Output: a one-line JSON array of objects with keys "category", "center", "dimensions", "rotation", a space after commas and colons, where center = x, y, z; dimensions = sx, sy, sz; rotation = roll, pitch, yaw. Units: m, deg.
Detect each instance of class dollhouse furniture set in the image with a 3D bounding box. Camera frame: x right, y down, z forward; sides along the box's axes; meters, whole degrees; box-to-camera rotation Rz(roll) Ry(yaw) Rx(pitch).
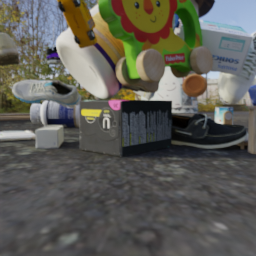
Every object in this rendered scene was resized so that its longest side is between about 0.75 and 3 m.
[{"category": "dollhouse furniture set", "center": [3.673, -0.037, 8.024], "dimensions": [1.361, 1.163, 2.626], "rotation": [0, 4, 1]}]

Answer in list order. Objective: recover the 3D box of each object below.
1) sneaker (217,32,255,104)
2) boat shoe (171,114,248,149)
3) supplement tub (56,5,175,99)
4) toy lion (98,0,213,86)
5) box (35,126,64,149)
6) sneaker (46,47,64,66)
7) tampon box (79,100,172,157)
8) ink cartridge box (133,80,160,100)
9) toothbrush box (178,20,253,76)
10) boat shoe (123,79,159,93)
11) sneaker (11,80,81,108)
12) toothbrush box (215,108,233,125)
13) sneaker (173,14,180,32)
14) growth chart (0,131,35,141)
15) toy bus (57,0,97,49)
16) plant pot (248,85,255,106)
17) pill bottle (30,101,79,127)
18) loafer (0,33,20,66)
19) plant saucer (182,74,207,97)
[{"category": "sneaker", "center": [3.983, -2.150, 9.446], "dimensions": [1.116, 2.921, 1.176], "rotation": [29, -16, -1]}, {"category": "boat shoe", "center": [2.064, 0.033, 7.990], "dimensions": [2.527, 0.855, 0.908], "rotation": [4, 30, 40]}, {"category": "supplement tub", "center": [-0.256, -2.277, 7.228], "dimensions": [2.684, 1.951, 1.951], "rotation": [-46, 23, -17]}, {"category": "toy lion", "center": [0.625, -2.407, 6.246], "dimensions": [2.831, 2.714, 0.972], "rotation": [-14, 11, -38]}, {"category": "box", "center": [-2.317, 0.246, 8.396], "dimensions": [0.643, 0.535, 1.566], "rotation": [-1, 4, -9]}, {"category": "sneaker", "center": [-2.552, -2.817, 10.834], "dimensions": [0.502, 0.718, 1.444], "rotation": [-8, 5, 34]}, {"category": "tampon box", "center": [-0.028, -0.089, 7.569], "dimensions": [1.579, 1.330, 2.107], "rotation": [4, 6, 42]}, {"category": "ink cartridge box", "center": [0.516, -2.558, 14.953], "dimensions": [2.235, 1.160, 0.663], "rotation": [33, 36, 18]}, {"category": "toothbrush box", "center": [2.507, -2.595, 8.635], "dimensions": [1.918, 1.117, 2.619], "rotation": [13, 28, 9]}, {"category": "boat shoe", "center": [0.354, -2.039, 12.100], "dimensions": [0.865, 0.960, 2.668], "rotation": [0, 0, 40]}, {"category": "sneaker", "center": [-3.415, -1.637, 11.673], "dimensions": [2.852, 1.069, 1.236], "rotation": [5, -21, -6]}, {"category": "toothbrush box", "center": [4.883, -0.494, 14.301], "dimensions": [0.468, 1.097, 0.803], "rotation": [-5, 7, -33]}, {"category": "sneaker", "center": [1.117, -3.100, 8.495], "dimensions": [0.891, 2.411, 0.992], "rotation": [30, 44, 27]}, {"category": "growth chart", "center": [-4.241, 0.273, 10.232], "dimensions": [1.658, 0.203, 2.291], "rotation": [-3, 5, -24]}, {"category": "toy bus", "center": [-0.992, -2.220, 5.466], "dimensions": [0.402, 1.234, 0.483], "rotation": [-11, 35, 20]}, {"category": "plant pot", "center": [6.248, -0.862, 10.454], "dimensions": [2.329, 2.094, 2.329], "rotation": [-16, 6, -7]}, {"category": "pill bottle", "center": [-3.876, -0.764, 15.332], "dimensions": [2.644, 1.469, 1.469], "rotation": [0, 4, 0]}, {"category": "loafer", "center": [-4.729, -2.967, 10.785], "dimensions": [1.046, 0.944, 2.766], "rotation": [-14, 9, -28]}, {"category": "plant saucer", "center": [2.739, -1.772, 11.557], "dimensions": [1.028, 1.028, 0.192], "rotation": [1, -13, 15]}]
